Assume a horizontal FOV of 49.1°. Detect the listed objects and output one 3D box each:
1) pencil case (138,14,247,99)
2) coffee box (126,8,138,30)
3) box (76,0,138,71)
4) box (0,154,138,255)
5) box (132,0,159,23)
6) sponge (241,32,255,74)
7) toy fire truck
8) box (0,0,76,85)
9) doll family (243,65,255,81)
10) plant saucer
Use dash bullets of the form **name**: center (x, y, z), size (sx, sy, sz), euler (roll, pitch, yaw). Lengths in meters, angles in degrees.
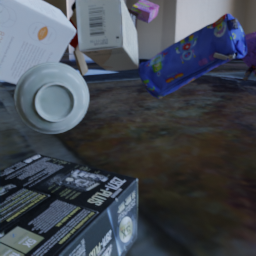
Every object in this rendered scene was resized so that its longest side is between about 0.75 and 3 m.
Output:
- **pencil case**: center (1.663, -1.802, 7.500), size (2.979, 1.162, 1.294), euler (-24, 45, 35)
- **coffee box**: center (-0.536, -4.484, 11.420), size (1.764, 0.997, 0.704), euler (17, -24, -29)
- **box**: center (-0.402, -2.277, 7.191), size (1.011, 1.235, 2.601), euler (-4, 0, 9)
- **box**: center (-1.406, 1.526, 3.921), size (2.218, 1.166, 2.708), euler (9, 20, 25)
- **box**: center (0.728, -5.056, 12.105), size (0.856, 0.470, 0.973), euler (27, 49, 11)
- **sponge**: center (4.195, -2.167, 8.130), size (0.422, 1.578, 2.829), euler (-44, 10, 2)
- **toy fire truck**: center (-1.132, -2.860, 9.028), size (1.777, 1.299, 2.018), euler (-25, -14, -43)
- **box**: center (-2.350, -1.825, 5.361), size (2.040, 1.553, 1.085), euler (14, 31, -44)
- **doll family**: center (3.751, -1.718, 8.301), size (0.497, 0.338, 0.860), euler (-55, 22, -21)
- **plant saucer**: center (-1.134, -0.417, 4.292), size (1.146, 1.146, 0.288), euler (-7, 20, -21)
